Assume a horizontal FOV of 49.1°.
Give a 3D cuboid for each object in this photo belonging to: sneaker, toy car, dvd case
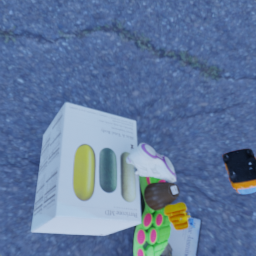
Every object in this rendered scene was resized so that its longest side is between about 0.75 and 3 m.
[{"bbox_3d":[0.555,2.465,8.288,1.103,1.205,2.875,16,58,-15],"label":"sneaker"},{"bbox_3d":[2.269,1.637,7.495,2.964,1.454,0.986,-24,115,-2],"label":"toy car"},{"bbox_3d":[1.283,3.442,8.935,1.967,0.173,1.404,12,74,3],"label":"dvd case"},{"bbox_3d":[0.607,0.987,7.163,0.776,0.583,1.558,-39,120,22],"label":"sneaker"}]

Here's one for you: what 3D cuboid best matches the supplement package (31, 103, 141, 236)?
[{"bbox_3d":[-1.164,1.284,7.811,2.215,2.199,2.919,14,57,-27],"label":"supplement package"}]

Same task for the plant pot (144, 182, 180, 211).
[{"bbox_3d":[0.925,1.686,7.184,0.732,0.783,0.732,17,58,-29],"label":"plant pot"}]
